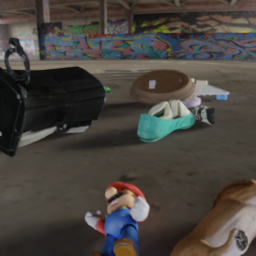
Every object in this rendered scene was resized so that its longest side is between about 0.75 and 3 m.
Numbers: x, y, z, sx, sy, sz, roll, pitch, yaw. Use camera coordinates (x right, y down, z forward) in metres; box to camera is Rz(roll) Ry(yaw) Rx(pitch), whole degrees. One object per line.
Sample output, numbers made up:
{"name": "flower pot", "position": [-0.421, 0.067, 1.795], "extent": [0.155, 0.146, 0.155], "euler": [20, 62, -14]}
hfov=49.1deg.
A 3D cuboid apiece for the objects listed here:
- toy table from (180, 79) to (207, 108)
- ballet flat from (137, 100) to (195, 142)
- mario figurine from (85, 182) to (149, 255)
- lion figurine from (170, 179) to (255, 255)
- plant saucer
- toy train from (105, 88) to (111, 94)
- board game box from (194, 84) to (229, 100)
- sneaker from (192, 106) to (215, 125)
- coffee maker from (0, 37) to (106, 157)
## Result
{"name": "toy table", "position": [2.704, -1.620, 12.736], "extent": [1.687, 1.074, 1.835], "euler": [2, 16, 13]}
{"name": "ballet flat", "position": [1.336, -0.356, 8.777], "extent": [0.943, 0.986, 2.801], "euler": [17, 24, 37]}
{"name": "mario figurine", "position": [-0.199, 1.227, 3.925], "extent": [0.973, 0.835, 1.576], "euler": [0, 18, 4]}
{"name": "lion figurine", "position": [1.160, 1.319, 3.366], "extent": [2.574, 0.933, 1.576], "euler": [-18, -10, -30]}
{"name": "plant saucer", "position": [1.470, -1.867, 12.129], "extent": [2.800, 0.412, 2.800], "euler": [-5, 36, 4]}
{"name": "toy train", "position": [-1.613, -1.962, 15.248], "extent": [1.533, 0.320, 0.432], "euler": [-12, 31, -34]}
{"name": "board game box", "position": [3.319, -1.925, 14.948], "extent": [2.960, 0.383, 2.959], "euler": [-2, 18, -6]}
{"name": "sneaker", "position": [2.634, -0.451, 9.854], "extent": [0.728, 0.610, 1.646], "euler": [1, 8, 4]}
{"name": "coffee maker", "position": [-1.979, -0.788, 7.392], "extent": [2.730, 1.914, 2.842], "euler": [-38, -10, 36]}
